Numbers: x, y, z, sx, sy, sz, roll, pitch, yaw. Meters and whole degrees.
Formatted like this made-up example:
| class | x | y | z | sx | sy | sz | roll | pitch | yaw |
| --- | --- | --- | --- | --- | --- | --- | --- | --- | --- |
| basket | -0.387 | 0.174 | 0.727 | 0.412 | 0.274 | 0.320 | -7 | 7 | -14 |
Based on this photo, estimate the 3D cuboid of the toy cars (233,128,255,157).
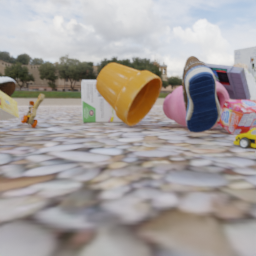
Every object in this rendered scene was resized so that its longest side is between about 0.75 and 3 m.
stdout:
| class | x | y | z | sx | sy | sz | roll | pitch | yaw |
| --- | --- | --- | --- | --- | --- | --- | --- | --- | --- |
| toy cars | 2.263 | 0.184 | 4.163 | 0.947 | 0.468 | 2.112 | 0 | 6 | 6 |

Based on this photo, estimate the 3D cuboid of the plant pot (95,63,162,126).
| class | x | y | z | sx | sy | sz | roll | pitch | yaw |
| --- | --- | --- | --- | --- | --- | --- | --- | --- | --- |
| plant pot | -0.090 | -1.168 | 8.600 | 1.548 | 1.691 | 1.691 | 36 | 21 | 22 |

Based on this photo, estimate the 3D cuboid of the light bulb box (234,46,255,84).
| class | x | y | z | sx | sy | sz | roll | pitch | yaw |
| --- | --- | --- | --- | --- | --- | --- | --- | --- | --- |
| light bulb box | 5.292 | -1.523 | 10.260 | 2.650 | 2.673 | 1.668 | -4 | 5 | -38 |

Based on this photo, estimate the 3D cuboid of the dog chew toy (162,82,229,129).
| class | x | y | z | sx | sy | sz | roll | pitch | yaw |
| --- | --- | --- | --- | --- | --- | --- | --- | --- | --- |
| dog chew toy | 1.864 | -0.666 | 8.372 | 1.440 | 1.440 | 2.313 | -3 | 1 | -25 |

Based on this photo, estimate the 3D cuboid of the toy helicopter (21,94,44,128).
| class | x | y | z | sx | sy | sz | roll | pitch | yaw |
| --- | --- | --- | --- | --- | --- | --- | --- | --- | --- |
| toy helicopter | -2.836 | -0.593 | 8.486 | 0.428 | 1.086 | 0.718 | 25 | 21 | -34 |

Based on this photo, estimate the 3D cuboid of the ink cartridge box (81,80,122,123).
| class | x | y | z | sx | sy | sz | roll | pitch | yaw |
| --- | --- | --- | --- | --- | --- | --- | --- | --- | --- |
| ink cartridge box | -0.689 | -1.011 | 10.757 | 2.153 | 1.559 | 0.904 | -1 | 6 | -10 |

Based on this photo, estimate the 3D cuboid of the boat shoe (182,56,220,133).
| class | x | y | z | sx | sy | sz | roll | pitch | yaw |
| --- | --- | --- | --- | --- | --- | --- | --- | --- | --- |
| boat shoe | 1.481 | -0.645 | 5.784 | 0.713 | 0.714 | 1.972 | -11 | -37 | 4 |

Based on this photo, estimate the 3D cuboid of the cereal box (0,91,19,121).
| class | x | y | z | sx | sy | sz | roll | pitch | yaw |
| --- | --- | --- | --- | --- | --- | --- | --- | --- | --- |
| cereal box | -3.563 | -0.300 | 5.500 | 2.334 | 0.461 | 1.679 | -9 | -5 | -6 |

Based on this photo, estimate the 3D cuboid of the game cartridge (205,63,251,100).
| class | x | y | z | sx | sy | sz | roll | pitch | yaw |
| --- | --- | --- | --- | --- | --- | --- | --- | --- | --- |
| game cartridge | 2.556 | -1.345 | 8.137 | 1.810 | 0.347 | 1.173 | 21 | -22 | 46 |

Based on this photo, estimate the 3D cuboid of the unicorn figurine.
| class | x | y | z | sx | sy | sz | roll | pitch | yaw |
| --- | --- | --- | --- | --- | --- | --- | --- | --- | --- |
| unicorn figurine | 3.911 | -0.922 | 9.148 | 2.007 | 2.922 | 1.079 | -30 | -19 | 30 |

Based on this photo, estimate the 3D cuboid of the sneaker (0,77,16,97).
| class | x | y | z | sx | sy | sz | roll | pitch | yaw |
| --- | --- | --- | --- | --- | --- | --- | --- | --- | --- |
| sneaker | -4.502 | -1.009 | 7.931 | 1.116 | 0.960 | 2.636 | 36 | 41 | 14 |

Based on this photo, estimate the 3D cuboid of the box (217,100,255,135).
| class | x | y | z | sx | sy | sz | roll | pitch | yaw |
| --- | --- | --- | --- | --- | --- | --- | --- | --- | --- |
| box | 2.963 | -0.289 | 7.053 | 1.325 | 0.661 | 0.633 | -4 | 35 | -31 |
